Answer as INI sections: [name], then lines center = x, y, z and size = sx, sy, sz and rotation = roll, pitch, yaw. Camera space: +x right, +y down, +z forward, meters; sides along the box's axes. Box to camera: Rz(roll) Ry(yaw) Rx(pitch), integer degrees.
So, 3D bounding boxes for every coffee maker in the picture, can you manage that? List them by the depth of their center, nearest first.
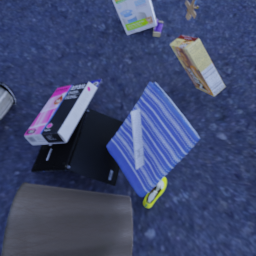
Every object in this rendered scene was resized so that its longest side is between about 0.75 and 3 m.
[coffee maker]
center = -5.208, -0.422, 9.179
size = 2.268, 1.591, 2.362
rotation = 5, 57, 25

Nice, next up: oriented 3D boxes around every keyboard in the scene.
[keyboard]
center = 0.240, 0.285, 6.992
size = 0.079, 1.483, 0.417
rotation = 2, 15, 28

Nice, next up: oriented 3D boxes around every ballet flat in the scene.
[ballet flat]
center = 0.828, 1.882, 8.360
size = 0.384, 0.385, 1.148
rotation = 30, 64, 16

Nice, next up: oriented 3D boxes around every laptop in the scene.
[laptop]
center = -1.496, 0.623, 8.988
size = 2.483, 1.282, 2.200
rotation = -8, 53, 33

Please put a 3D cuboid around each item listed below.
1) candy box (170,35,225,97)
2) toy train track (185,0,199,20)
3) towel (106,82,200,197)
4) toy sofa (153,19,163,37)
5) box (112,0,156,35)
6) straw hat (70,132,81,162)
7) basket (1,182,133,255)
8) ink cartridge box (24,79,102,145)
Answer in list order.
[candy box]
center = 2.319, -2.075, 9.363
size = 0.560, 2.024, 1.168
rotation = -41, 30, 1
[toy train track]
center = 2.176, -4.063, 9.026
size = 0.212, 1.301, 0.746
rotation = -14, 65, -16
[towel]
center = 0.464, 0.400, 7.372
size = 0.322, 2.699, 1.954
rotation = -10, 56, -42
[toy sofa]
center = 1.275, -4.245, 11.874
size = 0.315, 0.371, 0.760
rotation = 12, 60, 7
[box]
center = 0.142, -5.118, 11.031
size = 1.360, 2.418, 1.226
rotation = -14, 60, 12
[straw hat]
center = -1.590, 0.766, 8.889
size = 1.293, 0.547, 1.293
rotation = -6, 50, 8
[basket]
center = -1.353, 2.568, 7.124
size = 2.829, 1.924, 2.551
rotation = 1, 36, -4
[ink cartridge box]
center = -2.013, -0.708, 9.093
size = 1.411, 0.553, 2.980
rotation = -6, 42, 30
